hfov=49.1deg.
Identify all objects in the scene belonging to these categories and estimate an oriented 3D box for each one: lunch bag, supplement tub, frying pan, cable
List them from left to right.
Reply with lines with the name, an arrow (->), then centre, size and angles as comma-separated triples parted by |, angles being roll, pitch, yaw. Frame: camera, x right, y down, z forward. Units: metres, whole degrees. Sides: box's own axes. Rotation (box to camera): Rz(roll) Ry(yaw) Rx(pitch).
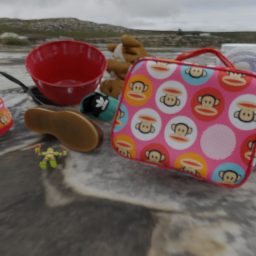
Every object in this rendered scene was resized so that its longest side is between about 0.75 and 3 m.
lunch bag -> -4.583, -0.281, 8.061 | 2.118, 0.985, 2.405 | -26, 31, -19
frying pan -> -3.349, -1.129, 10.253 | 2.596, 0.423, 1.570 | 17, 25, -45
lunch bag -> 1.250, -0.354, 5.783 | 2.942, 2.591, 1.205 | 16, 2, 19
supplement tub -> 4.331, -1.972, 10.994 | 1.789, 2.461, 1.789 | 0, 20, 0
cable -> 3.170, -1.603, 7.840 | 1.424, 1.424, 0.493 | -35, 23, 31

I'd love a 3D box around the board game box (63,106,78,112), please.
board game box -> -2.169, -0.452, 9.887 | 1.154, 0.356, 1.153 | 7, 22, 18

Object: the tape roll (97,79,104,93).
tape roll -> -1.034, -2.087, 13.988 | 1.138, 0.398, 1.138 | -8, 31, 5

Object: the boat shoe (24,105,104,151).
boat shoe -> -1.697, -0.118, 7.932 | 2.808, 0.988, 0.987 | 20, 18, 31

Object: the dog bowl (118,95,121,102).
dog bowl -> 0.153, -1.049, 10.773 | 0.901, 0.400, 1.616 | -2, 3, 22

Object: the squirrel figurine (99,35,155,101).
squirrel figurine -> 0.021, -2.119, 11.816 | 2.656, 2.479, 1.880 | 20, -7, -32

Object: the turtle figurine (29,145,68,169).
turtle figurine -> -1.943, 0.696, 6.758 | 0.928, 0.299, 0.749 | 7, 26, -12

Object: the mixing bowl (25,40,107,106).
mixing bowl -> -2.212, -1.826, 10.320 | 2.820, 1.527, 2.820 | 4, 46, -4

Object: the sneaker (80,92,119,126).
sneaker -> -0.993, -0.622, 8.450 | 1.036, 0.925, 2.592 | 30, -13, -23
